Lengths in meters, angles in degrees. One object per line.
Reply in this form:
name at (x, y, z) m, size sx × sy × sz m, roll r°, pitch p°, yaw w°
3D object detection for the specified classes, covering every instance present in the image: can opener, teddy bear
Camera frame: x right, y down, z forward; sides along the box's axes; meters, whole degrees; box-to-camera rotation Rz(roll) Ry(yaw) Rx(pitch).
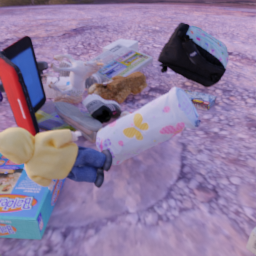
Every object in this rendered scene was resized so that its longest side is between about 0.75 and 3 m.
can opener at (-4.254, -2.054, 11.631) m, size 2.559 × 0.850 × 0.673 m, roll -16°, pitch 5°, yaw 18°
teddy bear at (-0.454, -1.589, 11.689) m, size 2.534 × 0.846 × 1.837 m, roll -26°, pitch 31°, yaw -26°

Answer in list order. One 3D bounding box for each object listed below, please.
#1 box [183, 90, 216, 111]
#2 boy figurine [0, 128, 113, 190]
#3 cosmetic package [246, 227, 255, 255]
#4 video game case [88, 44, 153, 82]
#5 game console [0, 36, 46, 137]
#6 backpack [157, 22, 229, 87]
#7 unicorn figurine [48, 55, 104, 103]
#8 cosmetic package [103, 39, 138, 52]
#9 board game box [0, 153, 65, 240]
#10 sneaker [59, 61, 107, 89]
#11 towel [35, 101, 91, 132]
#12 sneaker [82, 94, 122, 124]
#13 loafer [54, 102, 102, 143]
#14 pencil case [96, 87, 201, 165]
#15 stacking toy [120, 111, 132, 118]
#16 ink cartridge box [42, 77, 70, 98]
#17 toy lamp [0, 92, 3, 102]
box at (2.678, -1.129, 11.213) m, size 1.425 × 0.284 × 0.975 m, roll 19°, pitch 34°, yaw 29°
boy figurine at (-1.537, 0.639, 5.747) m, size 2.313 × 1.438 × 0.745 m, roll 17°, pitch 20°, yaw -22°
cosmetic package at (2.763, 2.007, 5.447) m, size 1.030 × 0.542 × 0.366 m, roll -25°, pitch 39°, yaw -34°
video game case at (-0.517, -3.220, 13.996) m, size 2.428 × 0.294 × 2.668 m, roll 31°, pitch 55°, yaw 31°
game console at (-2.946, -1.204, 8.692) m, size 1.535 × 2.586 × 2.228 m, roll -30°, pitch 46°, yaw -30°
backpack at (3.030, -3.168, 12.337) m, size 2.878 × 2.402 × 1.822 m, roll 27°, pitch 62°, yaw -7°
unicorn figurine at (-1.960, -1.941, 10.411) m, size 1.842 × 2.681 × 0.990 m, roll 12°, pitch 54°, yaw -9°
cosmetic package at (-0.409, -4.492, 16.493) m, size 1.269 × 0.891 × 2.502 m, roll 13°, pitch 33°, yaw 18°
board game box at (-2.599, 1.325, 6.575) m, size 1.978 × 0.585 × 2.600 m, roll 2°, pitch 30°, yaw 4°
sneaker at (-2.152, -2.390, 13.020) m, size 2.619 × 0.979 × 1.074 m, roll 28°, pitch 28°, yaw 25°
towel at (-2.531, -0.396, 9.952) m, size 2.291 × 0.261 × 1.646 m, roll 20°, pitch 35°, yaw 31°
sneaker at (-0.753, -0.483, 9.334) m, size 1.889 × 0.697 × 0.826 m, roll 20°, pitch 41°, yaw -61°
loafer at (-1.706, -0.202, 8.983) m, size 2.037 × 0.640 × 0.732 m, roll 30°, pitch 27°, yaw 31°
pencil case at (0.455, 0.008, 7.165) m, size 2.659 × 1.105 × 1.206 m, roll -28°, pitch -13°, yaw 24°
stacking toy at (0.160, -0.352, 9.630) m, size 0.577 × 0.577 × 0.790 m, roll 24°, pitch 30°, yaw 36°
ink cartridge box at (-3.123, -1.738, 11.980) m, size 1.749 × 0.593 × 1.015 m, roll -2°, pitch 30°, yaw -4°
toy lamp at (-5.835, -0.802, 10.244) m, size 0.730 × 0.730 × 2.507 m, roll 14°, pitch 31°, yaw 23°
